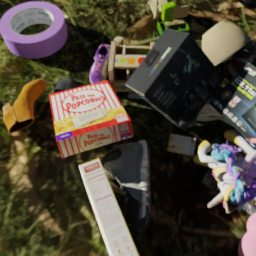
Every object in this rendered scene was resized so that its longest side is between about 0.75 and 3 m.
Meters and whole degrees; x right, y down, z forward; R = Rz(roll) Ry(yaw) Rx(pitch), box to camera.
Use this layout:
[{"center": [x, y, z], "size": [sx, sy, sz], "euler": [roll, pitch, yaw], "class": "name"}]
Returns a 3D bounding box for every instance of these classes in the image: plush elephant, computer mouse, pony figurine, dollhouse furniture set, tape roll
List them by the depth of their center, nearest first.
[{"center": [3.009, 0.972, 6.673], "size": [2.753, 2.375, 2.852], "euler": [-10, 19, 5], "class": "pony figurine"}, {"center": [2.061, -0.557, 7.854], "size": [1.678, 0.492, 0.286], "euler": [-43, 76, -12], "class": "computer mouse"}, {"center": [-2.157, -1.152, 9.701], "size": [1.193, 0.454, 1.723], "euler": [1, 59, 1], "class": "computer mouse"}, {"center": [3.788, -2.606, 10.040], "size": [1.334, 1.419, 1.723], "euler": [11, 33, -13], "class": "plush elephant"}, {"center": [-3.735, -3.940, 11.201], "size": [2.494, 0.818, 2.494], "euler": [0, 59, 1], "class": "tape roll"}, {"center": [1.661, -5.101, 11.483], "size": [1.173, 1.531, 2.337], "euler": [-12, 60, -6], "class": "dollhouse furniture set"}]

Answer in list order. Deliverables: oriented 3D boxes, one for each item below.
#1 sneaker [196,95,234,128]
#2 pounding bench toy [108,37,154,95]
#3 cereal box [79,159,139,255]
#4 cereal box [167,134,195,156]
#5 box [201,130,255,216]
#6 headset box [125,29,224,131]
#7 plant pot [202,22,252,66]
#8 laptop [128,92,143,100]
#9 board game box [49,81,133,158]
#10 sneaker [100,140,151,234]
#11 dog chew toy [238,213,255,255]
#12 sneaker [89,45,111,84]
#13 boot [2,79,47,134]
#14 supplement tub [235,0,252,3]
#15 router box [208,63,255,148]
[{"center": [2.918, -0.949, 8.839], "size": [2.940, 1.691, 1.109], "euler": [14, 59, 10], "class": "sneaker"}, {"center": [0.270, -2.360, 9.841], "size": [1.652, 1.316, 2.118], "euler": [1, 60, 4], "class": "pounding bench toy"}, {"center": [-0.342, 2.412, 6.567], "size": [0.574, 2.089, 2.904], "euler": [-20, 60, -12], "class": "cereal box"}, {"center": [1.669, 0.529, 8.774], "size": [0.817, 0.162, 0.588], "euler": [12, 60, 7], "class": "cereal box"}, {"center": [3.521, 1.178, 8.205], "size": [1.792, 0.565, 2.272], "euler": [32, 64, 18], "class": "box"}, {"center": [1.336, -1.370, 8.036], "size": [1.984, 2.278, 1.057], "euler": [-54, 39, 4], "class": "headset box"}, {"center": [3.295, -3.054, 9.933], "size": [1.680, 1.680, 1.128], "euler": [-36, 93, -20], "class": "plant pot"}, {"center": [0.753, -1.755, 9.853], "size": [1.436, 0.832, 1.345], "euler": [4, 58, 2], "class": "laptop"}, {"center": [-1.204, -0.393, 8.316], "size": [1.988, 0.608, 2.624], "euler": [-16, 37, -10], "class": "board game box"}, {"center": [-0.172, 1.580, 7.822], "size": [1.585, 1.030, 2.745], "euler": [-1, 49, 6], "class": "sneaker"}, {"center": [3.395, 2.596, 6.801], "size": [1.151, 1.151, 1.849], "euler": [16, 80, 10], "class": "dog chew toy"}, {"center": [-1.006, -2.311, 10.033], "size": [0.632, 0.694, 1.570], "euler": [19, 89, 4], "class": "sneaker"}, {"center": [-3.227, -0.682, 9.113], "size": [1.846, 0.649, 1.321], "euler": [-39, 51, -3], "class": "boot"}, {"center": [4.857, -6.494, 12.607], "size": [1.084, 1.084, 2.027], "euler": [-26, 62, -15], "class": "supplement tub"}, {"center": [3.246, -0.535, 7.117], "size": [1.478, 0.613, 1.973], "euler": [-47, 45, 14], "class": "router box"}]
